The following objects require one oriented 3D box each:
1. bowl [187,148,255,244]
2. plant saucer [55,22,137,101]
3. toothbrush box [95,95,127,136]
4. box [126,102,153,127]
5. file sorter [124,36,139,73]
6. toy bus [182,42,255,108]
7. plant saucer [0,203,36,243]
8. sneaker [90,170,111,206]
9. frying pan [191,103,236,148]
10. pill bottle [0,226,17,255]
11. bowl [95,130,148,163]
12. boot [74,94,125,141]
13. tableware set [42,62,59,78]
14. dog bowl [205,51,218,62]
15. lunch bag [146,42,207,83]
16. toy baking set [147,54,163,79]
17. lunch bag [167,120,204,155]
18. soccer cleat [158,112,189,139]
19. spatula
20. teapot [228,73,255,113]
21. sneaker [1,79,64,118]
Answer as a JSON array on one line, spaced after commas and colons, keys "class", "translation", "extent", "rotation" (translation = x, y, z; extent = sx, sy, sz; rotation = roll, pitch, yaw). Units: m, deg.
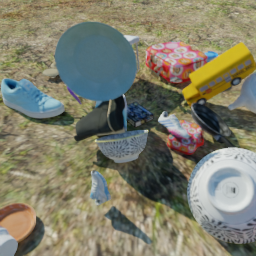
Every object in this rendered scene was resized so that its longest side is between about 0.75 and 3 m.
[{"class": "bowl", "translation": [2.078, 1.266, 5.625], "extent": [1.993, 0.935, 1.993], "rotation": [-8, 69, 22]}, {"class": "plant saucer", "translation": [-0.772, -1.625, 6.924], "extent": [2.020, 2.020, 0.389], "rotation": [4, 34, 5]}, {"class": "toothbrush box", "translation": [-0.538, -0.413, 8.743], "extent": [0.923, 0.538, 1.261], "rotation": [-5, 43, 9]}, {"class": "box", "translation": [0.241, -0.458, 9.250], "extent": [0.754, 0.218, 0.949], "rotation": [-25, 45, -29]}, {"class": "file sorter", "translation": [-0.888, -2.487, 10.689], "extent": [1.674, 1.502, 2.413], "rotation": [19, 41, 35]}, {"class": "toy bus", "translation": [2.909, -1.682, 9.287], "extent": [2.416, 0.946, 0.786], "rotation": [-31, 48, 20]}, {"class": "plant saucer", "translation": [-2.490, 2.082, 6.039], "extent": [1.013, 0.190, 1.013], "rotation": [0, 38, 0]}, {"class": "sneaker", "translation": [-0.679, 1.357, 6.167], "extent": [0.406, 0.937, 0.351], "rotation": [-33, 34, -28]}, {"class": "frying pan", "translation": [2.675, 0.118, 8.155], "extent": [1.419, 0.382, 2.346], "rotation": [-1, 47, -47]}, {"class": "pill bottle", "translation": [-2.721, 2.114, 5.347], "extent": [1.136, 0.648, 0.648], "rotation": [20, 42, 25]}, {"class": "bowl", "translation": [-0.109, 0.519, 7.447], "extent": [1.439, 0.675, 1.439], "rotation": [-11, 5, 1]}, {"class": "boot", "translation": [-0.847, -0.524, 8.132], "extent": [1.369, 0.767, 1.980], "rotation": [-18, 34, 17]}, {"class": "tableware set", "translation": [-2.675, -2.456, 11.808], "extent": [1.490, 0.207, 1.783], "rotation": [7, 37, 4]}, {"class": "dog bowl", "translation": [3.446, -3.231, 12.727], "extent": [1.184, 0.294, 0.660], "rotation": [2, 38, 4]}, {"class": "lunch bag", "translation": [1.822, -2.742, 11.546], "extent": [2.077, 0.966, 2.359], "rotation": [-20, 42, -23]}, {"class": "toy baking set", "translation": [1.012, -2.183, 10.022], "extent": [0.121, 1.043, 0.800], "rotation": [-3, 64, 35]}, {"class": "lunch bag", "translation": [1.738, 0.269, 8.134], "extent": [0.953, 0.443, 1.082], "rotation": [20, 42, 24]}, {"class": "soccer cleat", "translation": [1.290, -0.090, 7.823], "extent": [1.079, 0.466, 0.377], "rotation": [36, 23, 35]}, {"class": "spatula", "translation": [-2.115, -1.691, 9.658], "extent": [0.220, 0.604, 2.137], "rotation": [-25, 72, -5]}, {"class": "teapot", "translation": [4.428, -1.076, 9.374], "extent": [1.554, 1.135, 1.533], "rotation": [26, 72, 4]}, {"class": "sneaker", "translation": [-3.301, -1.061, 9.370], "extent": [2.489, 1.020, 0.920], "rotation": [14, 41, 17]}]
